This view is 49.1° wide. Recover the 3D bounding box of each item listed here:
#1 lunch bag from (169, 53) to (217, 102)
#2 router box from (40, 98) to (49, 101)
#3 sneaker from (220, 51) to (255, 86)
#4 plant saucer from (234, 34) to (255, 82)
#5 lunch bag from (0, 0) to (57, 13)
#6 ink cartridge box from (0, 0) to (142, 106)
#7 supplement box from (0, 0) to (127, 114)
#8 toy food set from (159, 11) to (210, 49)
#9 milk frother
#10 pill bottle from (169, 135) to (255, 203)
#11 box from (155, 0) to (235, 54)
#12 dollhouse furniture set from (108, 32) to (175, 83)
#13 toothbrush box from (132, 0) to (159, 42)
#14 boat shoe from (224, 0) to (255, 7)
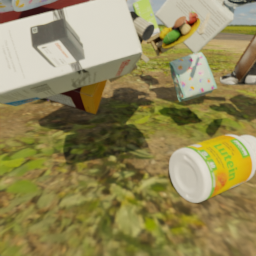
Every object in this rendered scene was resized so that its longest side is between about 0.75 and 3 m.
[{"bbox_3d":[1.790,-1.469,7.961,1.028,1.207,0.736,-18,-6,0],"label":"lunch bag"},{"bbox_3d":[-3.564,-1.912,13.312,1.751,0.582,2.227,13,25,29],"label":"router box"},{"bbox_3d":[3.659,-1.872,8.872,0.680,1.026,1.802,-1,7,-23],"label":"sneaker"},{"bbox_3d":[2.502,-1.582,5.574,0.252,1.377,1.377,33,30,10],"label":"plant saucer"},{"bbox_3d":[-1.705,-2.397,4.337,1.707,1.085,1.448,-9,25,26],"label":"lunch bag"},{"bbox_3d":[-1.061,-1.126,4.483,2.217,0.928,1.609,-18,3,-7],"label":"ink cartridge box"},{"bbox_3d":[-1.737,-2.169,6.914,2.758,2.720,1.831,17,-10,-2],"label":"supplement box"},{"bbox_3d":[1.198,-2.366,6.513,1.381,0.451,0.812,-7,49,53],"label":"toy food set"},{"bbox_3d":[0.379,-2.847,8.118,0.857,0.774,0.806,-26,60,-41],"label":"milk frother"},{"bbox_3d":[1.952,0.755,5.944,1.973,1.096,1.096,-14,25,-29],"label":"pill bottle"},{"bbox_3d":[2.040,-3.501,8.312,1.691,1.456,1.699,41,41,-9],"label":"box"},{"bbox_3d":[0.254,-2.950,9.455,2.612,1.642,2.954,-28,9,7],"label":"dollhouse furniture set"},{"bbox_3d":[0.773,-4.557,11.899,0.690,1.603,1.167,-19,16,6],"label":"toothbrush box"},{"bbox_3d":[3.184,-3.469,7.166,1.330,0.471,0.604,-3,3,8],"label":"boat shoe"}]
